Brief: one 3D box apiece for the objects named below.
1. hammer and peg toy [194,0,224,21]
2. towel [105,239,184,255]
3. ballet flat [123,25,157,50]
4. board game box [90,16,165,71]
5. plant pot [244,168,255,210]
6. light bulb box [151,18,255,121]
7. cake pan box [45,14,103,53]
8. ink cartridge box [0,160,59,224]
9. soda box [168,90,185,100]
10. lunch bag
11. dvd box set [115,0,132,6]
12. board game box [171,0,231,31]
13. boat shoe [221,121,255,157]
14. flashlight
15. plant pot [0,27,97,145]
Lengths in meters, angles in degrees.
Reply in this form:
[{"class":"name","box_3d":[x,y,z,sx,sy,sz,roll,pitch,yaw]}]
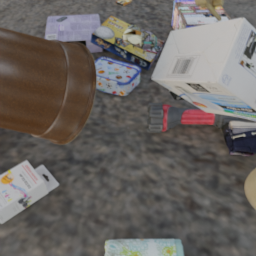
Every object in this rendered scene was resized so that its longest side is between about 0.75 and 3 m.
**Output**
[{"class":"hammer and peg toy","box_3d":[2.149,-3.766,7.442,0.651,1.357,1.846,11,73,37]},{"class":"towel","box_3d":[0.338,3.244,5.633,1.720,0.484,2.010,1,45,0]},{"class":"ballet flat","box_3d":[0.171,-2.543,7.827,0.575,0.575,1.599,-21,33,-19]},{"class":"board game box","box_3d":[0.022,-3.638,11.875,2.677,0.463,1.814,28,50,4]},{"class":"plant pot","box_3d":[3.922,1.389,7.010,1.648,1.107,1.648,0,45,0]},{"class":"light bulb box","box_3d":[2.107,-1.190,6.338,2.133,2.152,1.343,20,86,59]},{"class":"cake pan box","box_3d":[-2.467,-4.322,12.866,2.507,0.712,2.722,-7,46,-5]},{"class":"ink cartridge box","box_3d":[-2.778,1.521,7.251,1.677,0.569,0.965,-33,54,-28]},{"class":"soda box","box_3d":[1.659,-1.547,8.007,0.487,1.538,0.544,-5,45,-21]},{"class":"lunch bag","box_3d":[-0.579,-2.020,10.611,1.962,0.741,1.572,22,48,19]},{"class":"dvd box set","box_3d":[-0.253,-7.262,16.136,0.591,0.119,0.807,30,53,25]},{"class":"board game box","box_3d":[3.290,-4.750,12.866,2.097,1.274,2.630,-2,46,-2]},{"class":"boat shoe","box_3d":[3.864,0.380,8.373,2.093,0.781,0.970,1,66,-5]},{"class":"flashlight","box_3d":[2.014,-0.299,8.800,2.806,0.954,0.950,1,70,0]},{"class":"plant pot","box_3d":[-2.192,-0.914,5.485,2.267,2.290,2.290,11,32,-44]}]
